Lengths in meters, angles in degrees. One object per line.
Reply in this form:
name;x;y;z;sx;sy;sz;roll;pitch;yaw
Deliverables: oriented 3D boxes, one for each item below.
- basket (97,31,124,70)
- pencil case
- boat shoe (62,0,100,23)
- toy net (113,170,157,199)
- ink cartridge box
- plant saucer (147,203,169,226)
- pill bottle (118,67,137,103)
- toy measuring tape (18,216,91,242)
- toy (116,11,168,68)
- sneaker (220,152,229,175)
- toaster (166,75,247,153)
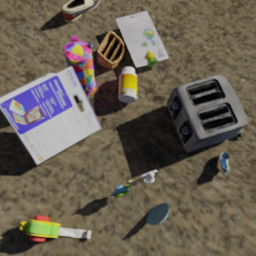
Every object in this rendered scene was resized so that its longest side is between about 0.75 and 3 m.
basket;-0.659;-3.171;11.595;0.883;0.922;1.237;26;69;5
pencil case;-1.722;-2.164;10.343;1.043;2.360;1.043;1;61;-2
boat shoe;-2.083;-5.697;12.694;0.798;0.701;2.241;41;73;16
toy net;0.331;1.880;9.320;1.800;0.944;0.348;-30;68;31
ink cartridge box;-2.650;-0.432;9.819;2.701;2.676;0.586;-29;30;-13
plant saucer;1.053;2.940;9.408;0.936;0.936;0.180;-45;104;-15
pill bottle;-0.012;-1.711;11.086;0.722;0.722;1.321;1;72;0
toy measuring tape;-2.461;3.376;9.212;2.407;0.885;0.885;7;70;3
toy;0.561;-3.704;12.001;1.458;0.598;2.531;-18;70;-9
sneaker;3.482;1.300;10.183;0.339;0.392;0.905;7;51;13
toaster;2.917;-0.519;10.326;2.465;1.462;2.229;-16;71;-6
